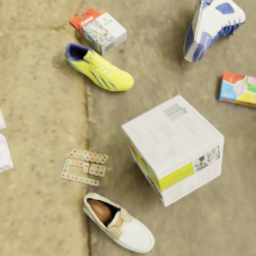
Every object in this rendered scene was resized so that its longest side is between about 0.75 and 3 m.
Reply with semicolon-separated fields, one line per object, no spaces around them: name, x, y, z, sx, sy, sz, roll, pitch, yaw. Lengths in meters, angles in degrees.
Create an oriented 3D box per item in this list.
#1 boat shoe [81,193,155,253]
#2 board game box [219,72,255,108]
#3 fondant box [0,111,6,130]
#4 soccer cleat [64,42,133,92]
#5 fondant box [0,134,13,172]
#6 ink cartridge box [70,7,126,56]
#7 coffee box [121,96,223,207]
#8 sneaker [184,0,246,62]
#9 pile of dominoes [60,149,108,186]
boat shoe;-0.295;2.414;7.059;2.142;0.732;0.800;29;70;12
board game box;3.581;-1.203;8.861;1.260;0.254;0.964;12;67;5
fondant box;-4.109;-0.259;8.476;0.557;0.225;0.772;-23;70;-9
soccer cleat;-0.961;-1.891;8.736;2.426;1.015;0.784;28;70;11
fondant box;-4.101;0.891;7.889;1.396;0.406;1.007;-21;68;-10
ink cartridge box;-1.092;-3.528;9.708;1.076;0.497;1.976;-38;73;-15
coffee box;1.112;0.582;7.025;1.713;1.694;1.710;-29;50;-8
sneaker;2.926;-3.364;9.095;1.653;1.156;2.862;20;67;-3
pile of dominoes;-1.230;1.071;7.930;1.191;0.190;0.929;12;68;4
